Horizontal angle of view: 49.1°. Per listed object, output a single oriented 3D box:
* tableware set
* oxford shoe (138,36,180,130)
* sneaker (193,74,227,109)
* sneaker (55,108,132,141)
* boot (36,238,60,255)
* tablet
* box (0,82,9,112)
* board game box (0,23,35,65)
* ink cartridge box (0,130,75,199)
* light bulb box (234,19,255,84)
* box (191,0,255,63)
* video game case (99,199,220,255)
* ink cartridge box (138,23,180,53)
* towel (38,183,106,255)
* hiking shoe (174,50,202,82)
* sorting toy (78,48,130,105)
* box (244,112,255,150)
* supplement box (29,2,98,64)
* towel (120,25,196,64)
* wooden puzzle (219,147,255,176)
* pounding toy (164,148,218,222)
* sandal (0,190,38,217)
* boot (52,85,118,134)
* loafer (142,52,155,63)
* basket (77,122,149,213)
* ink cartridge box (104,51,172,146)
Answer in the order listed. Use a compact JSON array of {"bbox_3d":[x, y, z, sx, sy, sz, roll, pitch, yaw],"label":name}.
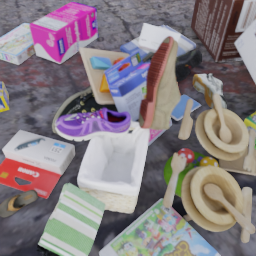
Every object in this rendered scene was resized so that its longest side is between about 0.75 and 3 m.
[{"bbox_3d":[2.021,0.682,6.006,1.982,0.601,2.999,25,55,-5],"label":"tableware set"},{"bbox_3d":[0.800,-0.919,6.111,0.761,2.036,0.717,9,20,-16],"label":"oxford shoe"},{"bbox_3d":[2.688,-1.195,8.662,0.738,0.637,1.684,-12,48,-12],"label":"sneaker"},{"bbox_3d":[-0.730,-0.181,6.036,1.653,0.690,0.666,-5,57,-15],"label":"sneaker"},{"bbox_3d":[-1.330,2.027,5.357,0.345,0.763,0.932,15,60,20],"label":"boot"},{"bbox_3d":[1.609,-0.632,8.507,1.068,0.073,0.695,-31,53,-27],"label":"tablet"},{"bbox_3d":[-3.775,-0.902,8.181,0.429,0.467,1.333,-20,32,-13],"label":"box"},{"bbox_3d":[-4.134,-3.332,10.897,1.468,0.374,2.184,20,49,18],"label":"board game box"},{"bbox_3d":[-2.354,0.831,6.899,1.635,0.366,1.441,14,47,13],"label":"ink cartridge box"},{"bbox_3d":[4.488,-1.585,6.965,2.510,1.580,2.532,6,54,-23],"label":"light bulb box"},{"bbox_3d":[4.042,-4.249,10.411,2.337,2.313,2.817,-7,46,-8],"label":"box"},{"bbox_3d":[0.587,2.432,5.367,1.728,0.191,1.573,-34,56,-23],"label":"video game case"},{"bbox_3d":[0.785,-2.266,7.353,0.956,0.560,1.323,16,14,-1],"label":"ink cartridge box"},{"bbox_3d":[-0.934,1.641,4.884,0.905,0.139,1.186,35,42,-15],"label":"towel"},{"bbox_3d":[1.742,-2.064,9.615,1.662,0.629,0.837,-35,24,-15],"label":"hiking shoe"},{"bbox_3d":[-0.026,-1.445,7.683,2.435,0.358,1.800,-5,65,-39],"label":"sorting toy"},{"bbox_3d":[4.160,-0.053,7.618,2.319,0.561,1.361,-29,53,-24],"label":"box"},{"bbox_3d":[-2.334,-3.653,10.601,1.263,1.236,2.443,24,51,21],"label":"supplement box"},{"bbox_3d":[1.155,-3.064,10.669,2.498,0.297,1.835,-33,60,-26],"label":"towel"},{"bbox_3d":[2.757,0.790,7.086,0.900,0.181,0.972,9,42,9],"label":"wooden puzzle"},{"bbox_3d":[1.598,1.038,6.324,1.356,0.815,1.756,-8,46,-13],"label":"pounding toy"},{"bbox_3d":[-2.372,1.634,6.021,0.888,0.363,0.242,-24,10,-6],"label":"sandal"},{"bbox_3d":[-0.747,-0.347,7.700,1.740,0.831,2.303,30,55,24],"label":"boot"},{"bbox_3d":[1.054,-2.659,9.801,1.266,0.398,0.455,-41,11,-4],"label":"loafer"},{"bbox_3d":[-0.246,0.842,6.333,1.258,1.145,1.856,8,47,8],"label":"basket"},{"bbox_3d":[0.323,-0.687,7.091,1.320,2.211,0.464,-38,29,-31],"label":"ink cartridge box"}]
